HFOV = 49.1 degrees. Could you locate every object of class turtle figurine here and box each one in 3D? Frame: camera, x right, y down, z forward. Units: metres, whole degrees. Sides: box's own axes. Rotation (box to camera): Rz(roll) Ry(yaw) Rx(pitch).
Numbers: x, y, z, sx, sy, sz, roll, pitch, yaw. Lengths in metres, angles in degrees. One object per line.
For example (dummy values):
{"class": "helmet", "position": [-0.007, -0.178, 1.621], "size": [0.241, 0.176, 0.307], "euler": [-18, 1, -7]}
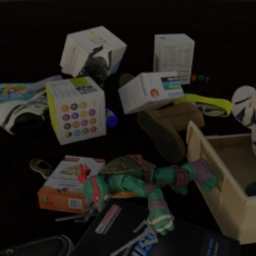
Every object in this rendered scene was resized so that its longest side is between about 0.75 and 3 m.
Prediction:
{"class": "turtle figurine", "position": [0.166, 1.170, 5.174], "size": [2.779, 1.399, 2.080], "euler": [-8, 6, -30]}

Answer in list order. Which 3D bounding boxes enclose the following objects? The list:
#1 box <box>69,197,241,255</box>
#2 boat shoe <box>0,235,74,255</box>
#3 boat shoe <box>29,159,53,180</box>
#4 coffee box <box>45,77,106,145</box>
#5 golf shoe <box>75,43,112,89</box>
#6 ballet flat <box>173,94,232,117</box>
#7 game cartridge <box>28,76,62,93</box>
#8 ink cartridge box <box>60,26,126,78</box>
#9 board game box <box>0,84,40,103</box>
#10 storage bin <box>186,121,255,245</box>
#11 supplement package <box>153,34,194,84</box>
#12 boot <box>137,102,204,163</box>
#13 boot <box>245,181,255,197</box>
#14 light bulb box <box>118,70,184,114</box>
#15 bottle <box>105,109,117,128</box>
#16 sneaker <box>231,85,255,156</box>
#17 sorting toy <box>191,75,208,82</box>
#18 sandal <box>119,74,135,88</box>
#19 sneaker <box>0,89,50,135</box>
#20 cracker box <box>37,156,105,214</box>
{"class": "box", "position": [0.254, 2.409, 4.306], "size": [2.496, 0.625, 2.515], "euler": [15, 33, 22]}
{"class": "boat shoe", "position": [-2.030, 2.332, 4.281], "size": [2.590, 0.733, 0.889], "euler": [-21, 36, -31]}
{"class": "boat shoe", "position": [-2.170, 0.942, 7.045], "size": [0.930, 0.344, 0.343], "euler": [23, 38, 34]}
{"class": "coffee box", "position": [-1.608, -0.577, 8.520], "size": [1.445, 1.459, 1.461], "euler": [-13, 33, -20]}
{"class": "golf shoe", "position": [-1.185, -2.210, 10.556], "size": [1.099, 1.336, 2.828], "euler": [29, -15, -18]}
{"class": "ballet flat", "position": [2.502, -0.725, 9.617], "size": [2.034, 0.680, 0.682], "euler": [8, 50, 13]}
{"class": "game cartridge", "position": [-2.786, -1.540, 9.723], "size": [0.992, 0.301, 1.488], "euler": [-17, 11, 0]}
{"class": "ink cartridge box", "position": [-1.626, -3.131, 12.291], "size": [1.592, 1.635, 2.543], "euler": [41, 45, 13]}
{"class": "board game box", "position": [-3.947, -1.190, 10.551], "size": [2.055, 0.482, 1.552], "euler": [-2, 30, -3]}
{"class": "storage bin", "position": [3.088, 0.864, 6.159], "size": [2.904, 1.361, 2.884], "euler": [-5, 32, -7]}
{"class": "supplement package", "position": [1.927, -3.008, 12.289], "size": [1.391, 1.846, 1.401], "euler": [-3, 31, -6]}
{"class": "boot", "position": [1.580, -0.018, 8.260], "size": [2.195, 0.726, 1.922], "euler": [-11, 55, -41]}
{"class": "boot", "position": [2.648, 1.228, 5.219], "size": [1.049, 1.273, 0.418], "euler": [-21, 53, 7]}
{"class": "light bulb box", "position": [0.691, -1.095, 8.728], "size": [1.399, 0.881, 1.411], "euler": [-12, -7, -34]}
{"class": "bottle", "position": [-0.614, -0.354, 9.183], "size": [0.314, 0.402, 0.962], "euler": [9, 21, -20]}
{"class": "sneaker", "position": [3.462, -0.708, 6.899], "size": [1.145, 1.867, 2.869], "euler": [7, 39, 5]}
{"class": "sorting toy", "position": [3.184, -2.165, 12.527], "size": [0.789, 0.274, 0.272], "euler": [9, 55, 19]}
{"class": "sandal", "position": [0.468, -1.380, 10.911], "size": [2.058, 0.755, 0.677], "euler": [41, 12, 36]}
{"class": "sneaker", "position": [-2.870, -0.504, 9.151], "size": [2.609, 0.987, 1.144], "euler": [-27, 53, -30]}
{"class": "cracker box", "position": [-1.187, 1.206, 6.257], "size": [1.014, 0.436, 1.513], "euler": [4, 25, 9]}
